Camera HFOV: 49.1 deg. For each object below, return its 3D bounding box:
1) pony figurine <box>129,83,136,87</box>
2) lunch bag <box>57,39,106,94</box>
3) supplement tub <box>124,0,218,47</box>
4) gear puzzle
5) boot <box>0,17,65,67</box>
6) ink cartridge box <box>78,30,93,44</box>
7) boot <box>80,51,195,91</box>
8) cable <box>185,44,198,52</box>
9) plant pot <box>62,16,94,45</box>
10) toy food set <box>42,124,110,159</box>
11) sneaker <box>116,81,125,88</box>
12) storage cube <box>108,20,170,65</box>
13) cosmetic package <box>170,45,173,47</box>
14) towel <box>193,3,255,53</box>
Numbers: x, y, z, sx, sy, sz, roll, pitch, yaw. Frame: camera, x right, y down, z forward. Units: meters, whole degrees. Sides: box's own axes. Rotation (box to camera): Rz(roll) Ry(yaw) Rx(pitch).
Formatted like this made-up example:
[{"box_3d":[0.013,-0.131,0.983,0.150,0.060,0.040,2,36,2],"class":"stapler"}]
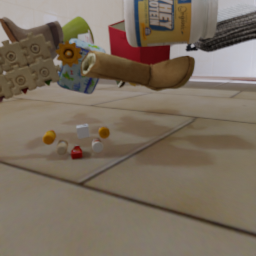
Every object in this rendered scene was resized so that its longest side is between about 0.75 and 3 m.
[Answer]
[{"box_3d":[0.062,-2.535,11.572,1.853,1.543,1.789,38,36,3],"class":"pony figurine"},{"box_3d":[-1.432,-1.863,8.732,1.299,1.616,0.666,16,42,-21],"class":"lunch bag"},{"box_3d":[1.012,-2.808,6.866,2.093,1.514,1.514,-2,14,7],"class":"supplement tub"},{"box_3d":[-2.557,-1.698,7.370,2.722,1.410,0.356,-21,11,-7],"class":"gear puzzle"},{"box_3d":[-2.798,-2.854,8.664,1.582,2.164,0.760,-38,70,-15],"class":"boot"},{"box_3d":[-1.468,-2.822,9.987,0.442,0.768,1.326,-9,-11,1],"class":"ink cartridge box"},{"box_3d":[0.206,-1.597,7.607,2.483,0.821,2.174,9,-14,-27],"class":"boot"},{"box_3d":[2.554,-3.244,10.504,0.258,1.017,0.830,34,-19,-25],"class":"cable"},{"box_3d":[-2.358,-3.576,11.315,1.454,1.360,1.360,-34,29,-24],"class":"plant pot"},{"box_3d":[-1.422,0.335,8.018,1.815,0.867,0.817,-11,14,-6],"class":"toy food set"},{"box_3d":[-0.250,-2.302,12.398,0.400,0.535,1.192,-22,-15,-36],"class":"sneaker"},{"box_3d":[0.436,-2.918,10.163,1.611,1.695,1.885,-33,48,-31],"class":"storage cube"},{"box_3d":[1.488,-4.356,13.487,1.406,1.408,1.706,-32,11,11],"class":"cosmetic package"},{"box_3d":[2.817,-2.984,8.372,1.994,0.853,1.651,-16,29,3],"class":"towel"}]
